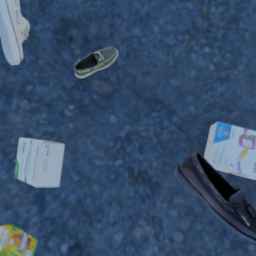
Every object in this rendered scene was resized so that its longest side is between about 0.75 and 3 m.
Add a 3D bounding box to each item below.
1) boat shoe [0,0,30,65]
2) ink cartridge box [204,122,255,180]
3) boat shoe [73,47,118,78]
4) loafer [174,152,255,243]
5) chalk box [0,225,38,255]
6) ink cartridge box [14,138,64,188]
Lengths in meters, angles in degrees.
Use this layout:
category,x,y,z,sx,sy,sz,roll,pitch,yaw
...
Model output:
category,x,y,z,sx,sy,sz,roll,pitch,yaw
boat shoe,-2.851,-2.535,7.060,0.700,0.767,2.131,-8,66,-32
ink cartridge box,3.743,0.805,9.366,2.082,0.881,1.504,15,80,1
boat shoe,-1.161,-2.427,10.128,1.795,0.537,0.641,-31,81,-5
loafer,2.547,1.788,7.439,2.852,1.025,0.898,40,118,18
chalk box,-2.241,2.409,5.462,0.617,0.996,0.620,-14,44,21
ink cartridge box,-1.793,0.670,5.590,0.491,1.183,0.867,10,86,-40
